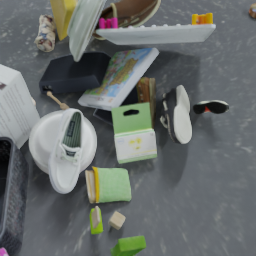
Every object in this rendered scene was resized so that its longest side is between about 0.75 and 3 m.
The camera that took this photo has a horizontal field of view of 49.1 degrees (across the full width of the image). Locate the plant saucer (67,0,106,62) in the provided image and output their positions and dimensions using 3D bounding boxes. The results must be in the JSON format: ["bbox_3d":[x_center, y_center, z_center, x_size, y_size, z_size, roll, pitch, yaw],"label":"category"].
[{"bbox_3d":[-1.141,-2.948,7.523,0.581,2.316,2.316,23,55,-12],"label":"plant saucer"}]

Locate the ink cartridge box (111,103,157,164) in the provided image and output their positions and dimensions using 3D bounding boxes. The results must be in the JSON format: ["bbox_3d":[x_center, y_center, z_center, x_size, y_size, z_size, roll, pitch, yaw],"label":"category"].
[{"bbox_3d":[0.151,0.133,6.898,0.985,1.353,0.324,-9,19,-7],"label":"ink cartridge box"}]

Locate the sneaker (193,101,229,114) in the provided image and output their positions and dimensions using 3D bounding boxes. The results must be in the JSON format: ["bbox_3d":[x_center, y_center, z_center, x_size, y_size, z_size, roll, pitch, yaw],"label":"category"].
[{"bbox_3d":[2.344,-0.622,7.748,0.496,0.374,1.062,-30,18,-37],"label":"sneaker"}]

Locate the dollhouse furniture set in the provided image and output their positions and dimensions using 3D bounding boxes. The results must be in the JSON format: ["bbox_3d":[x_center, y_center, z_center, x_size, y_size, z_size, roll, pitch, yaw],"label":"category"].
[{"bbox_3d":[-0.277,1.642,6.105,1.070,0.827,2.141,1,54,-20],"label":"dollhouse furniture set"}]

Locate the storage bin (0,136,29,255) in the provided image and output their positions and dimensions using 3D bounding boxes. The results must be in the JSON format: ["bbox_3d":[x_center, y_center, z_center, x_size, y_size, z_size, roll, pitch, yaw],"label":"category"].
[{"bbox_3d":[-3.242,1.544,6.142,1.645,1.141,2.434,-6,54,-4],"label":"storage bin"}]

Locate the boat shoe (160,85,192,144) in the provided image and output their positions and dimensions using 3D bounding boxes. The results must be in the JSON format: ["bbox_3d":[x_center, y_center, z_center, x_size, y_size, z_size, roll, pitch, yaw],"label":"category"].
[{"bbox_3d":[1.209,-0.346,7.446,0.683,0.836,2.264,-21,34,25],"label":"boat shoe"}]

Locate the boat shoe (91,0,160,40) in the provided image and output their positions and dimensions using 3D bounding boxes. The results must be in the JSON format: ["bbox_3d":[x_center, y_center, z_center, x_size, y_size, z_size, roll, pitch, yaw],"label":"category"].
[{"bbox_3d":[-0.208,-3.731,9.250,2.623,0.970,0.969,-25,82,24],"label":"boat shoe"}]

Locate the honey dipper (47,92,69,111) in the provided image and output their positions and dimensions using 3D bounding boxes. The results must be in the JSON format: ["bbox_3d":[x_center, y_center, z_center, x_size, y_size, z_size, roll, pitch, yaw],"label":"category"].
[{"bbox_3d":[-1.907,-0.714,7.605,0.172,0.906,0.172,-8,64,17],"label":"honey dipper"}]

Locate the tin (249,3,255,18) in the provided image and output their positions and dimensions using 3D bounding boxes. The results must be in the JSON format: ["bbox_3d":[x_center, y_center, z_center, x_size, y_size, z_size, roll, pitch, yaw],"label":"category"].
[{"bbox_3d":[5.424,-4.545,10.945,1.329,0.278,0.744,7,60,5],"label":"tin"}]

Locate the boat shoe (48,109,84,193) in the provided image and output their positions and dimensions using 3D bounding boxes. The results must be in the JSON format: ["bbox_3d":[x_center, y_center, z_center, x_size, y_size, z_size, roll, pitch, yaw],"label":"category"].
[{"bbox_3d":[-1.326,0.492,6.070,0.691,0.628,1.879,4,85,-23],"label":"boat shoe"}]

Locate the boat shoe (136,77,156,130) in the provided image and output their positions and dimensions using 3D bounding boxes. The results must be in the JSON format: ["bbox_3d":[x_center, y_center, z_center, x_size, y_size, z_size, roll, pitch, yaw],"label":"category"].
[{"bbox_3d":[0.479,-0.629,7.587,0.511,1.504,0.541,2,21,11],"label":"boat shoe"}]

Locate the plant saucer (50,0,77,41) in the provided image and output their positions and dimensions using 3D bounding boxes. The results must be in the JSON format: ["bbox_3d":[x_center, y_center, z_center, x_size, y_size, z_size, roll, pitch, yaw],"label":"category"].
[{"bbox_3d":[-2.172,-4.322,9.326,0.505,2.084,2.084,-12,85,-19],"label":"plant saucer"}]

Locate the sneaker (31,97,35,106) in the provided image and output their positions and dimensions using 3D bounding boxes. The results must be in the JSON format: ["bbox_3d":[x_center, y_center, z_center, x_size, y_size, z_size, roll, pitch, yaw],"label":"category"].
[{"bbox_3d":[-3.147,-0.796,8.226,1.080,0.429,0.423,20,89,39],"label":"sneaker"}]

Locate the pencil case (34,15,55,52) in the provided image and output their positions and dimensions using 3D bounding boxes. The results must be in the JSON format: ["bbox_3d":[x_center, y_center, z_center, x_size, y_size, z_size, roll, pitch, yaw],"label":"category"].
[{"bbox_3d":[-2.906,-3.381,9.895,0.554,0.637,1.425,-31,49,31],"label":"pencil case"}]

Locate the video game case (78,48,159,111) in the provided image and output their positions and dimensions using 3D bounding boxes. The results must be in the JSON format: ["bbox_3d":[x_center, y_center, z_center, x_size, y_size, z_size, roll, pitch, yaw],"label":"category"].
[{"bbox_3d":[-0.340,-1.396,7.849,1.882,0.228,2.068,14,64,53],"label":"video game case"}]

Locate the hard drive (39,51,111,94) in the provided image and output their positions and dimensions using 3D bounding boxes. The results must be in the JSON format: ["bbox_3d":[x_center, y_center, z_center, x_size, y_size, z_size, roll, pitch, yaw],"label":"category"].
[{"bbox_3d":[-1.650,-1.700,8.454,2.086,0.442,1.407,-2,53,24],"label":"hard drive"}]

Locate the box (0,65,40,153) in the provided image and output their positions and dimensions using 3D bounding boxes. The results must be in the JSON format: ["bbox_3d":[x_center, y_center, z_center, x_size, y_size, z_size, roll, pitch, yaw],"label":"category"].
[{"bbox_3d":[-3.620,-0.598,7.067,2.043,2.053,1.342,22,58,14],"label":"box"}]

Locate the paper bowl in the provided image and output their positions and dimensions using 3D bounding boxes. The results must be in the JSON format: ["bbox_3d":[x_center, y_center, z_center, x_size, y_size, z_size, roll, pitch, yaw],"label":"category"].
[{"bbox_3d":[-1.603,0.322,6.969,1.641,0.853,1.641,4,64,-8],"label":"paper bowl"}]

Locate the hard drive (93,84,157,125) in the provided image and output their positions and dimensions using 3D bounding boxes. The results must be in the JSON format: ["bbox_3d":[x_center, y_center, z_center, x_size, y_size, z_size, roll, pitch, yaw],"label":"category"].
[{"bbox_3d":[-0.062,-0.844,8.262,1.237,0.388,1.834,28,59,18],"label":"hard drive"}]

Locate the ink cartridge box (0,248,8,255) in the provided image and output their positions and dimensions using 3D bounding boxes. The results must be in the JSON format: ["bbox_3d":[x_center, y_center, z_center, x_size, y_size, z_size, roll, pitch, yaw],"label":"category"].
[{"bbox_3d":[-1.554,3.076,4.356,0.498,2.301,2.259,-26,59,-35],"label":"ink cartridge box"}]

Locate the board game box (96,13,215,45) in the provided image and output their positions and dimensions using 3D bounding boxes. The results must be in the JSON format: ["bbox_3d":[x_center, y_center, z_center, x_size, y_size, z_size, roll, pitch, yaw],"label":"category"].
[{"bbox_3d":[0.855,-2.847,8.287,2.977,0.385,2.977,1,11,9],"label":"board game box"}]
